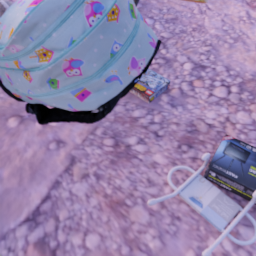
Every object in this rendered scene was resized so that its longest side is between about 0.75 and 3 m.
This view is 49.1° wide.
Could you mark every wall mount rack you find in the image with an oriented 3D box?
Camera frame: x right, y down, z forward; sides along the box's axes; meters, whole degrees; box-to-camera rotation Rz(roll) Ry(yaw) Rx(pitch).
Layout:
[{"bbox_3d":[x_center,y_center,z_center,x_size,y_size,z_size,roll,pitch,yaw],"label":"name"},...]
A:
[{"bbox_3d":[1.475,1.485,5.466,1.872,0.803,2.154,-35,56,-26],"label":"wall mount rack"}]

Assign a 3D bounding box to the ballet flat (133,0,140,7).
[{"bbox_3d":[0.297,-4.218,7.721,0.530,0.770,2.285,22,88,-14],"label":"ballet flat"}]

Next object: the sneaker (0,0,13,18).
[{"bbox_3d":[-3.839,-3.965,10.296,2.619,0.979,1.074,38,48,18],"label":"sneaker"}]

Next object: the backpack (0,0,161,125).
[{"bbox_3d":[-0.979,-1.242,4.349,2.878,1.822,2.402,19,75,52],"label":"backpack"}]

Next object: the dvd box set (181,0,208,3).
[{"bbox_3d":[0.929,-2.302,3.895,0.205,1.020,1.394,9,24,24],"label":"dvd box set"}]

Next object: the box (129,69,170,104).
[{"bbox_3d":[0.396,-1.380,8.310,1.425,0.284,0.975,35,57,27],"label":"box"}]

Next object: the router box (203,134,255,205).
[{"bbox_3d":[2.593,0.933,6.164,1.519,0.472,1.138,26,54,21],"label":"router box"}]
